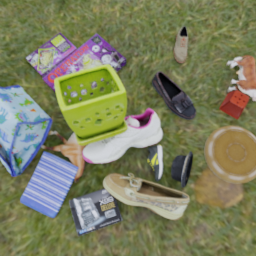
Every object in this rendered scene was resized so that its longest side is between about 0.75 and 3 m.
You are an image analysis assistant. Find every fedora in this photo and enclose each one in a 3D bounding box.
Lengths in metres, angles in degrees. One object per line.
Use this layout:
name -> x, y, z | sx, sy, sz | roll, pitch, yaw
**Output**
fedora -> 1.689, 1.279, 8.957 | 0.548, 1.199, 1.199 | 11, 71, 20

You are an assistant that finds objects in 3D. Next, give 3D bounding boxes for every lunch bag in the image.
lunch bag -> -3.719, 0.112, 8.782 | 1.942, 2.284, 1.456 | 44, 33, 24

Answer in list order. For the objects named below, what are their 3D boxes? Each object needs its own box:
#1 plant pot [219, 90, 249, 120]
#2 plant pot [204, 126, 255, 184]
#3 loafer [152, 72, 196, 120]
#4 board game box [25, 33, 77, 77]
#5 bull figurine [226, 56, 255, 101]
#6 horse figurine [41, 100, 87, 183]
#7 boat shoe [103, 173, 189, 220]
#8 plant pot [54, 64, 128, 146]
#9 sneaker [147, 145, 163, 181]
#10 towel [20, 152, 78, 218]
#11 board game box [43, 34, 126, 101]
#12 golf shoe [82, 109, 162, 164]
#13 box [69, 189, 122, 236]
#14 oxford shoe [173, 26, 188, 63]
plant pot -> 3.791, -0.880, 9.817 | 0.759, 0.670, 0.760 | 32, 74, 9
plant pot -> 3.618, 0.847, 9.457 | 2.021, 0.278, 2.021 | 0, 71, 0
loafer -> 1.613, -1.152, 9.910 | 0.746, 0.654, 2.076 | -38, 76, -12
board game box -> -2.919, -2.797, 10.677 | 1.693, 0.273, 1.016 | -41, 71, -12
bull figurine -> 4.219, -1.772, 10.148 | 1.113, 0.597, 1.833 | 2, 72, 1
horse figurine -> -1.738, 0.175, 9.439 | 1.831, 0.689, 2.762 | 29, 78, 17
boat shoe -> 0.543, 1.924, 8.625 | 2.641, 0.968, 0.828 | 20, 118, -1
plant pot -> -0.992, -0.605, 8.136 | 1.765, 1.602, 1.757 | -18, 41, -8
sneaker -> 0.882, 1.172, 9.301 | 0.521, 0.459, 1.232 | -1, 63, 6
towel -> -2.534, 1.809, 8.952 | 1.296, 0.213, 1.790 | 25, 85, 7
board game box -> -1.583, -2.115, 10.393 | 1.639, 0.441, 2.730 | 41, 77, 17
golf shoe -> -0.223, 0.208, 9.004 | 2.768, 1.267, 1.042 | -22, 46, -14
box -> -1.019, 2.613, 8.820 | 1.423, 0.354, 1.122 | -17, 72, -5
oxford shoe -> 2.019, -3.181, 10.640 | 0.512, 0.543, 1.453 | 3, 72, 1
